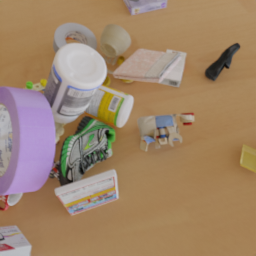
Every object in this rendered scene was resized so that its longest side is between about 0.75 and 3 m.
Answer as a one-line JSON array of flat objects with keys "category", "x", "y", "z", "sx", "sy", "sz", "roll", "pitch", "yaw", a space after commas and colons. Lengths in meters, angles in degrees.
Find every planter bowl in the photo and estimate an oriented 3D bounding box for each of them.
[{"category": "planter bowl", "x": -0.568, "y": -3.115, "z": 10.355, "sx": 1.145, "sy": 1.145, "sz": 0.771, "roll": 21, "pitch": 64, "yaw": 12}]

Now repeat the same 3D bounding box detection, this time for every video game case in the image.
[{"category": "video game case", "x": -0.980, "y": 1.734, "z": 7.283, "sx": 1.445, "sy": 2.021, "sz": 0.176, "roll": -17, "pitch": 62, "yaw": -10}]

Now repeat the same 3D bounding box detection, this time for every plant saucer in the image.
[{"category": "plant saucer", "x": 3.833, "y": 1.024, "z": 8.587, "sx": 0.862, "sy": 0.209, "sz": 0.862, "roll": 25, "pitch": 48, "yaw": 8}]

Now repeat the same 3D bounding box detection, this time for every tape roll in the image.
[{"category": "tape roll", "x": -2.979, "y": 0.331, "z": 7.383, "sx": 0.901, "sy": 2.745, "sz": 2.745, "roll": 3, "pitch": 50, "yaw": -42}, {"category": "tape roll", "x": -2.035, "y": -3.201, "z": 10.726, "sx": 1.611, "sy": 0.532, "sz": 1.611, "roll": 8, "pitch": 64, "yaw": -18}]

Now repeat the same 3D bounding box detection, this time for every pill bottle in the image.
[{"category": "pill bottle", "x": -1.598, "y": -1.106, "z": 7.816, "sx": 1.330, "sy": 2.338, "sz": 1.330, "roll": 12, "pitch": 61, "yaw": -22}, {"category": "pill bottle", "x": -0.942, "y": -0.873, "z": 9.342, "sx": 2.008, "sy": 1.115, "sz": 1.115, "roll": 22, "pitch": 61, "yaw": 10}]

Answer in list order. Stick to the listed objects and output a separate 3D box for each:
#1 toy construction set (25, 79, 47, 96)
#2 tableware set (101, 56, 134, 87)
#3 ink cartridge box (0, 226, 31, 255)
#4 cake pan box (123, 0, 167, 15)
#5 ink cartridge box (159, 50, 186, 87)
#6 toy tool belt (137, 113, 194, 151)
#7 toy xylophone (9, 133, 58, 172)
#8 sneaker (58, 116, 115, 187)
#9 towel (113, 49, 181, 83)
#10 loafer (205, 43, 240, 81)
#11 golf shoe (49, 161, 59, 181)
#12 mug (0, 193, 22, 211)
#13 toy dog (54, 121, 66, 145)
[{"category": "toy construction set", "x": -3.841, "y": -0.799, "z": 9.258, "sx": 2.455, "sy": 1.131, "sz": 1.610, "roll": -10, "pitch": 55, "yaw": -3}, {"category": "tableware set", "x": -0.491, "y": -1.919, "z": 10.498, "sx": 1.451, "sy": 0.330, "sz": 2.153, "roll": 21, "pitch": 58, "yaw": 3}, {"category": "ink cartridge box", "x": -3.044, "y": 2.915, "z": 6.911, "sx": 1.173, "sy": 0.855, "sz": 0.486, "roll": 15, "pitch": 95, "yaw": 50}, {"category": "cake pan box", "x": 0.710, "y": -6.054, "z": 12.911, "sx": 1.819, "sy": 0.476, "sz": 1.675, "roll": -18, "pitch": 63, "yaw": -10}, {"category": "ink cartridge box", "x": 1.694, "y": -2.293, "z": 10.686, "sx": 0.828, "sy": 0.383, "sz": 1.520, "roll": 13, "pitch": 59, "yaw": 8}, {"category": "toy tool belt", "x": 1.175, "y": 0.147, "z": 8.706, "sx": 1.818, "sy": 1.135, "sz": 1.117, "roll": -4, "pitch": 92, "yaw": 22}, {"category": "toy xylophone", "x": -2.700, "y": 0.668, "z": 7.924, "sx": 0.459, "sy": 1.338, "sz": 1.828, "roll": -43, "pitch": 33, "yaw": -14}, {"category": "sneaker", "x": -1.129, "y": 0.640, "z": 8.061, "sx": 1.232, "sy": 1.128, "sz": 2.891, "roll": 15, "pitch": 37, "yaw": 7}, {"category": "towel", "x": 0.701, "y": -2.285, "z": 10.060, "sx": 1.882, "sy": 0.318, "sz": 1.971, "roll": 12, "pitch": 43, "yaw": 29}, {"category": "loafer", "x": 3.587, "y": -2.423, "z": 10.412, "sx": 1.643, "sy": 0.558, "sz": 0.577, "roll": -46, "pitch": 69, "yaw": 7}, {"category": "golf shoe", "x": -1.957, "y": 1.268, "z": 8.250, "sx": 1.173, "sy": 0.554, "sz": 0.456, "roll": 11, "pitch": 19, "yaw": 21}, {"category": "mug", "x": -3.662, "y": 1.856, "z": 8.058, "sx": 0.917, "sy": 0.612, "sz": 0.814, "roll": 20, "pitch": 59, "yaw": 15}, {"category": "toy dog", "x": -2.432, "y": 0.042, "z": 9.024, "sx": 0.728, "sy": 1.012, "sz": 1.043, "roll": 19, "pitch": 81, "yaw": -21}]
